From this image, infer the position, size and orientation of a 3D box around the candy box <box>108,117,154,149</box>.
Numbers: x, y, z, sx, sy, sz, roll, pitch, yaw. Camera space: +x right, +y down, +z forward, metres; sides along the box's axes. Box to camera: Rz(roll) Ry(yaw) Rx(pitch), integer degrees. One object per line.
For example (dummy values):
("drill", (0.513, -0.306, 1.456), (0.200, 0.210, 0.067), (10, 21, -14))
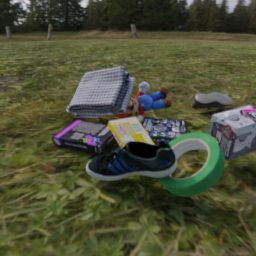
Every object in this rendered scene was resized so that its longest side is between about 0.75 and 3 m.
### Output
("candy box", (0.292, 0.562, 9.975), (1.198, 0.310, 2.344), (-11, 51, -28))

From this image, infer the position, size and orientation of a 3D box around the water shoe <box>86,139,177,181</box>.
("water shoe", (-0.021, 0.847, 8.533), (2.933, 1.157, 1.049), (-7, 36, 19))

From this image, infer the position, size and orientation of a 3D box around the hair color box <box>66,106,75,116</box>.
("hair color box", (-2.670, -0.783, 13.983), (0.789, 0.239, 0.390), (25, 8, -32))

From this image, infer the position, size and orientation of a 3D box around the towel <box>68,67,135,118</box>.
("towel", (-1.263, -1.651, 13.216), (2.785, 1.192, 2.306), (-3, 53, 30))

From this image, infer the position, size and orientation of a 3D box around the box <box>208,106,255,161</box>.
("box", (3.850, 0.118, 9.608), (1.941, 1.282, 1.113), (-14, 33, -29))

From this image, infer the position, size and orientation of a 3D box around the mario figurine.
("mario figurine", (0.645, -1.184, 13.436), (2.789, 1.478, 1.722), (-17, 32, -4))

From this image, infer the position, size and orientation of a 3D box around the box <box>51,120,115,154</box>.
("box", (-1.691, 0.316, 11.367), (2.264, 0.409, 1.619), (8, 31, 27))

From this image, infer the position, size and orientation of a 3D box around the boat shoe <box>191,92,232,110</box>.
("boat shoe", (4.484, -1.394, 15.165), (2.556, 0.728, 0.855), (-2, 55, -29))

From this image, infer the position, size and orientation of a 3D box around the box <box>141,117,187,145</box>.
("box", (1.502, 0.179, 11.926), (1.986, 0.497, 2.000), (4, 24, 9))

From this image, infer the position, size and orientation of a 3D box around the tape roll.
("tape roll", (1.844, 1.066, 8.538), (2.076, 0.499, 2.076), (-26, 33, 19))
